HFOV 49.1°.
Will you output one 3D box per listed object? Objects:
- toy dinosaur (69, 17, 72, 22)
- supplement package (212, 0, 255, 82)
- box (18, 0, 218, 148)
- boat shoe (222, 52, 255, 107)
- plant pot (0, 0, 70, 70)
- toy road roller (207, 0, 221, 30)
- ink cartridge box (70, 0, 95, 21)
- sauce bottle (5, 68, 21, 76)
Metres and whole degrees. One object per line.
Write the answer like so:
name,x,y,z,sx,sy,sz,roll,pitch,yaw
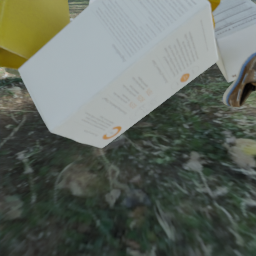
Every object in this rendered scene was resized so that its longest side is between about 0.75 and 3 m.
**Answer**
toy dinosaur,-1.637,-2.646,7.235,0.354,0.656,1.490,1,1,-20
supplement package,3.163,-2.775,8.376,1.451,1.446,2.474,-20,38,15
box,-0.066,-0.979,4.325,2.526,1.571,1.231,-37,68,10
boat shoe,2.733,-1.048,6.300,0.497,1.375,0.498,23,10,-37
plant pot,-2.300,-2.211,5.047,2.201,1.941,2.201,12,2,17
toy road roller,0.977,-2.831,6.657,2.493,1.820,1.532,7,59,-24
ink cartridge box,-0.590,-3.840,10.150,2.838,0.963,1.634,6,35,-18
sauce bottle,-2.839,-2.326,7.378,0.585,1.808,0.585,5,-2,0
